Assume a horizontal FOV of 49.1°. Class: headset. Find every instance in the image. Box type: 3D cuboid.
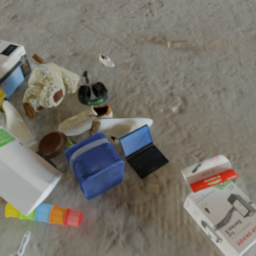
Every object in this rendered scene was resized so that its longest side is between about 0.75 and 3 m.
[{"bbox_3d":[-1.724,-1.829,12.976,1.359,1.034,2.201,-13,36,-11],"label":"headset"}]

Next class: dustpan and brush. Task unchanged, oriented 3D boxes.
[{"bbox_3d":[-3.387,4.152,8.634,1.296,0.531,1.856,6,43,7],"label":"dustpan and brush"}]

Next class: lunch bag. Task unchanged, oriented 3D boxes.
[{"bbox_3d":[-1.168,1.304,9.745,1.583,2.330,1.541,-26,64,-19],"label":"lunch bag"}]

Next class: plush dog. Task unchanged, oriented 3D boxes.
[{"bbox_3d":[-3.659,-1.599,11.916,2.146,2.297,2.675,38,26,-6],"label":"plush dog"}]

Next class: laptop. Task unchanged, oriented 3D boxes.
[{"bbox_3d":[0.637,0.895,10.906,1.427,0.832,1.610,-28,60,-24],"label":"laptop"}]

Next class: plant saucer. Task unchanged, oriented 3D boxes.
[{"bbox_3d":[-3.098,0.647,11.258,1.331,0.229,1.331,-12,49,15],"label":"plant saucer"}]

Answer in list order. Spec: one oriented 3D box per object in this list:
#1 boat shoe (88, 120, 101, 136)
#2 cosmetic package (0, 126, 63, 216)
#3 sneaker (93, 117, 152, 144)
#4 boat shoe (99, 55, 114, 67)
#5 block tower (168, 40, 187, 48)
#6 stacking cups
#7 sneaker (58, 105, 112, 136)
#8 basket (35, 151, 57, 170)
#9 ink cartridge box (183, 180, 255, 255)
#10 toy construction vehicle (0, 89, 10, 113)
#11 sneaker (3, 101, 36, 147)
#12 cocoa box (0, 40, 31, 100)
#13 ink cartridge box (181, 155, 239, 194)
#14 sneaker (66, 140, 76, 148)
[{"bbox_3d":[-1.399,0.177,10.972,0.341,1.004,0.361,15,7,-29],"label":"boat shoe"},{"bbox_3d":[-3.718,1.335,9.058,2.726,1.157,1.467,37,19,-1],"label":"cosmetic package"},{"bbox_3d":[-0.205,0.083,11.797,2.542,0.926,1.076,-4,93,-17],"label":"sneaker"},{"bbox_3d":[-1.136,-3.562,14.775,0.360,0.355,1.016,-36,60,-25],"label":"boat shoe"},{"bbox_3d":[2.795,-4.726,15.729,1.059,0.286,0.306,-3,53,-2],"label":"block tower"},{"bbox_3d":[-2.805,2.823,9.514,2.478,0.750,0.750,8,52,-1],"label":"stacking cups"},{"bbox_3d":[-1.865,-0.454,11.939,2.409,1.020,0.877,-20,56,-14],"label":"sneaker"},{"bbox_3d":[-3.130,1.332,10.350,0.629,0.924,0.833,-30,45,-8],"label":"basket"},{"bbox_3d":[3.276,2.897,9.346,1.672,0.965,2.298,-29,57,-21],"label":"ink cartridge box"},{"bbox_3d":[-6.088,-1.000,11.533,2.089,2.399,0.845,-40,55,-19],"label":"toy construction vehicle"},{"bbox_3d":[-4.805,-0.120,11.616,0.979,0.842,2.312,-33,71,-17],"label":"sneaker"},{"bbox_3d":[-6.126,-2.744,13.330,1.652,1.625,2.477,17,54,13],"label":"cocoa box"},{"bbox_3d":[2.782,1.562,9.706,1.632,0.355,1.416,-21,10,3],"label":"ink cartridge box"},{"bbox_3d":[-2.145,0.803,11.287,0.403,0.369,0.962,3,39,-52],"label":"sneaker"}]
